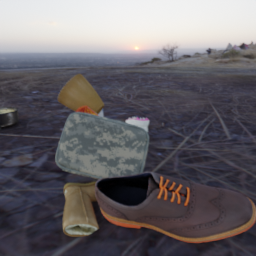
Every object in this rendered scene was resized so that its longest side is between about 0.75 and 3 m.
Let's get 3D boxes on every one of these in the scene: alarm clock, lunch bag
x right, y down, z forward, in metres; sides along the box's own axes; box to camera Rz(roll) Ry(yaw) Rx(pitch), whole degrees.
[{"bbox_3d":[-5.705,-0.519,12.583,1.506,0.743,2.233,-5,19,-16],"label":"alarm clock"},{"bbox_3d":[-0.603,0.568,6.842,2.062,1.437,1.730,13,-13,1],"label":"lunch bag"}]

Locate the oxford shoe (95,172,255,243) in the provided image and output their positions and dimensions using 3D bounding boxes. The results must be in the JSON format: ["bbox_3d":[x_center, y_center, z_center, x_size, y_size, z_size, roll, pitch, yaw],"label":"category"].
[{"bbox_3d":[0.778,1.371,5.064,2.928,1.062,1.042,-2,52,13],"label":"oxford shoe"}]

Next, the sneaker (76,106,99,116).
[{"bbox_3d":[-1.081,0.010,10.321,0.851,0.900,2.333,-38,51,-6],"label":"sneaker"}]

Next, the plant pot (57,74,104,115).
[{"bbox_3d":[-1.829,-1.182,11.719,1.600,1.491,1.491,38,23,3],"label":"plant pot"}]

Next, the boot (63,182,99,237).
[{"bbox_3d":[-0.791,1.676,5.857,1.174,0.444,1.341,1,21,-16],"label":"boot"}]

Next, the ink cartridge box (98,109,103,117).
[{"bbox_3d":[-1.444,-0.875,14.056,0.336,0.574,0.794,-3,17,-10],"label":"ink cartridge box"}]

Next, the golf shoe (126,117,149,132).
[{"bbox_3d":[0.068,0.254,9.931,0.840,1.021,2.232,-1,-8,-17],"label":"golf shoe"}]
